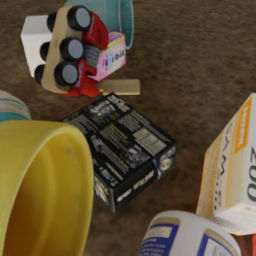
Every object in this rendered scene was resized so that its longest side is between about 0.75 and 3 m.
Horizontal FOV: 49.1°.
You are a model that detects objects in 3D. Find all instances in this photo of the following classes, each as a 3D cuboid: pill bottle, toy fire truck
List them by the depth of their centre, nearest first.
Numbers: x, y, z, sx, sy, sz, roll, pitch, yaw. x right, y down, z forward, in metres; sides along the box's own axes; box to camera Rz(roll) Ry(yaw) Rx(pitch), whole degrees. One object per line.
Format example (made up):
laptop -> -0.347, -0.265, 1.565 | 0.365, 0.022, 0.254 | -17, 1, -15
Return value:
pill bottle -> 0.617, 2.832, 4.194 | 1.641, 1.641, 2.741 | 18, 46, 19
pill bottle -> -3.158, 0.174, 7.118 | 1.532, 1.532, 2.766 | -18, 45, -18
toy fire truck -> -1.035, -2.069, 8.726 | 1.833, 2.849, 2.507 | 7, 83, 40

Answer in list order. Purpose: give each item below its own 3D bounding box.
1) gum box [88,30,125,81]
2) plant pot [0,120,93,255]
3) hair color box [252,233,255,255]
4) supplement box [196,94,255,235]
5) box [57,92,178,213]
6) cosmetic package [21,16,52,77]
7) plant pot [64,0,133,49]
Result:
gum box -> -0.941, -2.619, 10.299 | 0.704, 1.208, 2.128 | 28, 50, 27
plant pot -> -2.146, 1.198, 4.108 | 2.573, 2.734, 2.734 | 5, 43, 13
hair color box -> 2.784, 2.756, 5.089 | 0.876, 0.529, 1.726 | 13, 44, 12
supplement box -> 2.095, 0.876, 5.079 | 1.024, 2.786, 1.756 | 14, 66, 6
box -> -0.371, 0.465, 6.985 | 2.012, 1.058, 2.457 | -33, 55, -26
cosmetic package -> -2.685, -3.089, 10.455 | 2.034, 1.677, 1.678 | -4, 43, -6
plant pot -> -1.200, -4.515, 11.651 | 2.410, 2.461, 2.461 | 2, 43, 14
